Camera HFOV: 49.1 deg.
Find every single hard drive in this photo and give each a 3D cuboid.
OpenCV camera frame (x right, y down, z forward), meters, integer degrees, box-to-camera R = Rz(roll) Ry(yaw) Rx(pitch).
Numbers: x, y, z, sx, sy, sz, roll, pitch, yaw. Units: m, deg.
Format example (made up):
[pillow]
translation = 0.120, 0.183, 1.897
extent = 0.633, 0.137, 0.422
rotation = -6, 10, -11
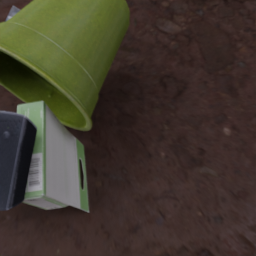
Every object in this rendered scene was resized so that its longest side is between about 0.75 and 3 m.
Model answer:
[hard drive]
translation = -2.568, 0.503, 4.831
extent = 2.345, 0.496, 1.582
rotation = 1, 79, 30

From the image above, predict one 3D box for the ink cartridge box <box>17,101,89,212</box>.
[ink cartridge box]
translation = -1.541, 0.819, 6.066
extent = 0.608, 2.535, 1.844
rotation = -10, 65, 4

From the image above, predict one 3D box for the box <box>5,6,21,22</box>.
[box]
translation = -2.964, -2.463, 7.694
extent = 0.421, 1.693, 1.335
rotation = 31, 98, -6

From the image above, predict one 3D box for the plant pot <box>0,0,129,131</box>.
[plant pot]
translation = -1.346, -1.856, 6.158
extent = 2.882, 2.882, 2.737
rotation = 27, 73, 12
